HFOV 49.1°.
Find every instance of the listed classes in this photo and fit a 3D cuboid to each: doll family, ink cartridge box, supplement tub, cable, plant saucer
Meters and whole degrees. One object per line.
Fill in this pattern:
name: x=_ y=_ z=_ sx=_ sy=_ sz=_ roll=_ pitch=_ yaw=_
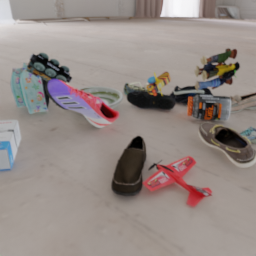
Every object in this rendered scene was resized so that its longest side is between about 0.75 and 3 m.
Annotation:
doll family: x=3.465 y=-2.133 z=10.724 sx=1.503 sy=1.020 sz=2.600 roll=-14 pitch=-6 yaw=-1
ink cartridge box: x=-4.510 y=0.564 z=9.297 sx=1.457 sy=0.841 sz=2.008 roll=-5 pitch=28 yaw=-9
supplement tub: x=3.374 y=-0.857 z=11.799 sx=1.680 sy=1.029 sz=1.029 roll=4 pitch=28 yaw=10
cable: x=3.099 y=-1.600 z=13.726 sx=2.145 sy=0.545 sz=1.750 roll=17 pitch=32 yaw=28
plant saucer: x=-1.530 y=-1.177 z=12.793 sx=2.617 sy=0.657 sz=2.617 roll=0 pitch=29 yaw=0

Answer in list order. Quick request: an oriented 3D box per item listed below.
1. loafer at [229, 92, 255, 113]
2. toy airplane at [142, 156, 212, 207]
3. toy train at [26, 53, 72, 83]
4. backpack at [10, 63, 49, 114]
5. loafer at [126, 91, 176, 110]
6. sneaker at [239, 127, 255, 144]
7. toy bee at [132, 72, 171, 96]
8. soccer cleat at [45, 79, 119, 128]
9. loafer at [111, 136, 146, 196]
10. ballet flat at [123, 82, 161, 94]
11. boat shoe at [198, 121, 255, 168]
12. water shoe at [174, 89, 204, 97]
loafer: x=5.079 y=-1.249 z=12.771 sx=2.549 sy=0.801 sz=0.916 roll=-7 pitch=29 yaw=-12
toy airplane: x=1.498 y=1.503 z=8.018 sx=2.118 sy=0.390 sz=2.118 roll=0 pitch=28 yaw=0
toy train: x=-2.914 y=-2.095 z=10.319 sx=0.952 sy=1.670 sz=0.712 roll=-22 pitch=48 yaw=47
backpack: x=-4.277 y=-1.726 z=12.466 sx=1.681 sy=1.983 sz=2.233 roll=-13 pitch=40 yaw=-17
loafer: x=1.064 y=-1.277 z=12.960 sx=2.284 sy=0.775 sz=0.802 roll=10 pitch=19 yaw=16
sneaker: x=4.316 y=0.242 z=10.167 sx=1.400 sy=0.604 sz=0.543 roll=-7 pitch=29 yaw=-12
toy bee: x=1.188 y=-1.740 z=12.191 sx=1.755 sy=1.149 sz=0.954 roll=-46 pitch=36 yaw=10
soccer cleat: x=-1.601 y=-0.963 z=10.256 sx=1.087 sy=2.969 sz=1.013 roll=-17 pitch=52 yaw=38
loafer: x=0.041 y=1.028 z=8.370 sx=0.912 sy=0.892 sz=2.500 roll=4 pitch=28 yaw=7
ballet flat: x=0.716 y=-1.979 z=14.306 sx=1.985 sy=0.737 sz=0.737 roll=6 pitch=28 yaw=10
boat shoe: x=3.273 y=0.336 z=9.615 sx=0.942 sy=0.780 sz=2.621 roll=-29 pitch=34 yaw=-6
water shoe: x=2.961 y=-1.533 z=13.497 sx=1.511 sy=0.596 sz=0.540 roll=-4 pitch=13 yaw=-9
